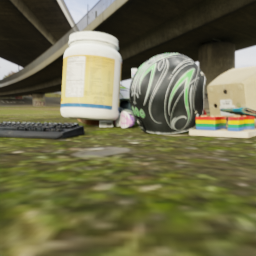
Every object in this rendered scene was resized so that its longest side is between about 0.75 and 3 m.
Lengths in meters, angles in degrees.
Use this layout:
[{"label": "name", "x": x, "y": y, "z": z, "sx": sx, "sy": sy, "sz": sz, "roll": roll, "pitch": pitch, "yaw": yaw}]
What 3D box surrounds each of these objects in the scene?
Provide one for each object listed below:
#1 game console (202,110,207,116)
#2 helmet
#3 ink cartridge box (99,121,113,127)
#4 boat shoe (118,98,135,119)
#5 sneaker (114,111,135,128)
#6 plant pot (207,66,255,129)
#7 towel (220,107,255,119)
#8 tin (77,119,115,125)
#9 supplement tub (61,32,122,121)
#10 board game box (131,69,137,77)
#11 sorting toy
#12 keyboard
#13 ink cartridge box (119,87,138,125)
[{"label": "game console", "x": 2.505, "y": -1.037, "z": 11.843, "sx": 1.543, "sy": 0.271, "sz": 1.745, "roll": 34, "pitch": -1, "yaw": 31}, {"label": "helmet", "x": 1.101, "y": -1.048, "z": 8.047, "sx": 2.204, "sy": 2.101, "sz": 2.204, "roll": -3, "pitch": 19, "yaw": 1}, {"label": "ink cartridge box", "x": -0.905, "y": -0.154, "z": 11.312, "sx": 0.508, "sy": 0.235, "sz": 0.932, "roll": 0, "pitch": 3, "yaw": -8}, {"label": "boat shoe", "x": 0.688, "y": -0.674, "z": 11.173, "sx": 2.570, "sy": 0.936, "sz": 0.794, "roll": 15, "pitch": -6, "yaw": 14}, {"label": "sneaker", "x": -0.021, "y": -0.284, "z": 10.819, "sx": 0.687, "sy": 0.625, "sz": 1.553, "roll": 9, "pitch": 1, "yaw": -17}, {"label": "plant pot", "x": 4.328, "y": -1.034, "z": 10.462, "sx": 2.099, "sy": 2.371, "sz": 2.368, "roll": -15, "pitch": 11, "yaw": -32}, {"label": "towel", "x": 3.571, "y": -0.424, "z": 8.300, "sx": 1.195, "sy": 0.177, "sz": 1.630, "roll": 13, "pitch": 4, "yaw": -4}, {"label": "tin", "x": -1.341, "y": -0.752, "z": 12.891, "sx": 2.355, "sy": 0.493, "sz": 1.318, "roll": -4, "pitch": 44, "yaw": -34}, {"label": "supplement tub", "x": -1.357, "y": -1.814, "z": 10.488, "sx": 2.161, "sy": 2.988, "sz": 2.161, "roll": 3, "pitch": -1, "yaw": 0}, {"label": "board game box", "x": 0.277, "y": -1.437, "z": 10.047, "sx": 0.195, "sy": 0.766, "sz": 1.139, "roll": -4, "pitch": -35, "yaw": 4}, {"label": "sorting toy", "x": 2.672, "y": -0.076, "z": 7.655, "sx": 1.518, "sy": 0.528, "sz": 1.509, "roll": 2, "pitch": 4, "yaw": 36}, {"label": "keyboard", "x": -2.635, "y": 0.028, "z": 7.573, "sx": 2.870, "sy": 0.368, "sz": 1.723, "roll": 2, "pitch": 4, "yaw": 18}, {"label": "ink cartridge box", "x": 0.003, "y": -1.455, "z": 13.306, "sx": 2.010, "sy": 1.030, "sz": 2.720, "roll": -3, "pitch": 49, "yaw": -42}]
